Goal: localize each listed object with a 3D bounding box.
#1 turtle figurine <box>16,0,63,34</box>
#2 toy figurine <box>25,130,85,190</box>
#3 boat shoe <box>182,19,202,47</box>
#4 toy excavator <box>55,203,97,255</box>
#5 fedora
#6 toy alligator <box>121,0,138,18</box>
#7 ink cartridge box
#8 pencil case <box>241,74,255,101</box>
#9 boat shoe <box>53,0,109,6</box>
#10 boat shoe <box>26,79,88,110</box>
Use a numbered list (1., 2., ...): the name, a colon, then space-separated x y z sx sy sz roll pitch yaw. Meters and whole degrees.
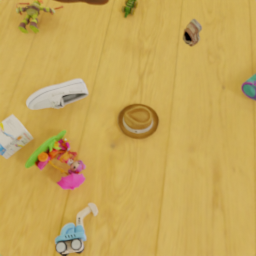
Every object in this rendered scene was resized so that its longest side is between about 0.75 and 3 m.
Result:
1. turtle figurine: -4.561 -5.636 13.806 2.478 0.798 1.998 6 67 3
2. toy figurine: -2.433 1.402 10.757 1.991 1.624 2.163 42 48 2
3. boat shoe: 2.304 -3.445 10.501 0.601 1.673 0.634 -44 77 2
4. toy excavator: -1.825 3.586 9.998 1.562 0.802 1.606 -8 59 -5
5. fedora: 0.418 -0.395 11.638 1.782 0.727 1.782 0 67 1
6. toy alligator: 0.183 -6.468 14.335 0.652 0.473 1.968 18 69 7
7. ink cartridge box: -4.728 0.358 11.176 1.334 0.982 0.965 -41 73 -15
8. pencil case: 6.140 -2.220 12.180 2.454 1.134 1.044 -37 86 -13
9. boat shoe: -1.837 -4.959 9.857 2.636 0.928 0.927 11 62 0
10. boat shoe: -2.977 -1.273 11.884 2.607 0.959 0.852 -25 66 -9
